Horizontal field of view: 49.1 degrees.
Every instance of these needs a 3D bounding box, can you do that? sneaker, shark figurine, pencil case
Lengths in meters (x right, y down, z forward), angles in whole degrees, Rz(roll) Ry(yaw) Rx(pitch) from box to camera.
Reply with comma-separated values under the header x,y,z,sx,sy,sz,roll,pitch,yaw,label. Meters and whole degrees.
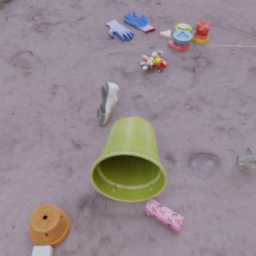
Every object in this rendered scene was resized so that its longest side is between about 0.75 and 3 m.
x,y,z,sx,sy,sz,roll,pitch,yaw,label
-0.749,-0.913,11.004,0.693,1.730,0.608,-4,27,-43,sneaker
3.966,0.997,9.395,1.557,0.650,0.930,1,4,-27,shark figurine
1.102,2.689,8.602,1.246,0.516,0.539,26,55,19,pencil case

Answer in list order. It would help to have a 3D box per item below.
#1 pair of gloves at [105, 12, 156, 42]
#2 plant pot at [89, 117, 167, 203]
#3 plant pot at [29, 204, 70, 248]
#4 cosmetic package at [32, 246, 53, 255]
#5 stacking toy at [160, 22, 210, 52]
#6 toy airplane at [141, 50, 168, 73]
x,y,z,sx,sy,sz,roll,pitch,yaw,label
0.041,-5.744,15.791,2.780,0.317,2.235,-26,55,-21,pair of gloves
0.069,0.852,9.140,2.337,2.337,2.149,3,42,3,plant pot
-2.375,2.802,8.270,1.214,0.849,1.214,1,49,-1,plant pot
-2.424,3.835,7.740,0.509,0.371,1.001,-2,49,-1,cosmetic package
3.004,-5.165,14.868,2.306,0.974,2.087,-27,56,-22,stacking toy
1.172,-3.251,13.334,1.220,0.865,1.226,-10,52,-6,toy airplane
